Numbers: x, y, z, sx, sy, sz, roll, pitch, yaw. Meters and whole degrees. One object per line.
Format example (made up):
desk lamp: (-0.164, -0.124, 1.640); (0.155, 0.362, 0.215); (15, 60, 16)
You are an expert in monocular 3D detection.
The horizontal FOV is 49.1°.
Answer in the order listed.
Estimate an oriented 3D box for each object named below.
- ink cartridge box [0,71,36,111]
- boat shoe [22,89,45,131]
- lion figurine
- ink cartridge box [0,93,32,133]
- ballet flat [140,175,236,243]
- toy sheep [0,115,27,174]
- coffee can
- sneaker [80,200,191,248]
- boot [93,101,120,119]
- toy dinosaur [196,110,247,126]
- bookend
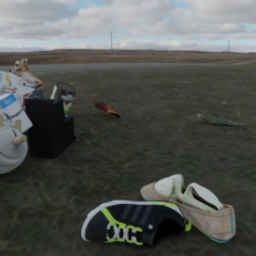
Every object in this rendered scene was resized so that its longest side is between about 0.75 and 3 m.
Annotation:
ink cartridge box: (-5.385, -1.442, 12.614); (2.160, 1.570, 1.562); (7, -24, -21)
boat shoe: (-3.861, -0.641, 11.524); (1.012, 0.836, 2.703); (9, -29, -14)
lion figurine: (-3.566, -1.804, 10.108); (0.631, 1.742, 1.067); (-42, -7, 6)
ink cartridge box: (-3.877, -0.424, 9.140); (0.916, 1.251, 0.537); (-9, 28, 33)
ballet flat: (1.334, 1.632, 6.623); (0.902, 0.892, 2.651); (-16, 23, -41)
toy sheep: (-3.850, 0.574, 8.436); (2.435, 1.678, 1.678); (-23, 0, 38)
coffee can: (-3.490, -1.484, 14.698); (1.113, 1.520, 1.113); (22, 22, -10)
sneaker: (0.194, 1.972, 5.688); (2.266, 0.812, 0.938); (-5, 18, -16)
boot: (-1.138, -0.907, 14.670); (1.253, 0.456, 1.331); (29, 10, -24)
toy dinosaur: (4.581, -0.448, 13.766); (2.335, 0.554, 1.029); (7, 33, 19)
bookend: (-2.807, -0.244, 10.473); (0.977, 2.121, 2.108); (3, 18, 10)
